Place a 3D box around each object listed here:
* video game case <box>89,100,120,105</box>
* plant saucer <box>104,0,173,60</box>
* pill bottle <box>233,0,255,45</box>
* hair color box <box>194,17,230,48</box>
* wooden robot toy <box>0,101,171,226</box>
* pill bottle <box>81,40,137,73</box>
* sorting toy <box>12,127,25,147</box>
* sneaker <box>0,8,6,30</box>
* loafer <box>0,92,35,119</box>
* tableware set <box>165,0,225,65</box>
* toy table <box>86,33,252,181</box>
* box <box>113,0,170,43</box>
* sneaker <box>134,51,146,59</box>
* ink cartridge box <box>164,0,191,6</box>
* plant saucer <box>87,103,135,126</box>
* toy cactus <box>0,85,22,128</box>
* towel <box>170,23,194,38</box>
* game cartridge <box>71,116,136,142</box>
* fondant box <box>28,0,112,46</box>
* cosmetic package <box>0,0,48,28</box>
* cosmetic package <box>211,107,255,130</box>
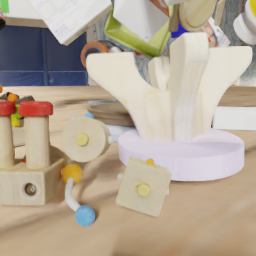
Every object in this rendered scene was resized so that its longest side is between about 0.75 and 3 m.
[{"bbox_3d":[-0.885,-1.282,14.224,1.674,0.184,1.526,-8,13,-38],"label":"video game case"},{"bbox_3d":[0.559,-3.464,8.468,2.229,2.232,0.534,35,25,23],"label":"plant saucer"},{"bbox_3d":[3.518,-2.915,6.526,1.158,1.158,2.081,-5,-19,-27],"label":"pill bottle"},{"bbox_3d":[2.885,-3.133,9.636,1.260,0.699,0.403,42,-22,-20],"label":"hair color box"},{"bbox_3d":[-0.911,0.325,3.202,2.712,1.195,1.231,1,0,4],"label":"wooden robot toy"},{"bbox_3d":[-0.685,-2.335,10.163,1.390,1.390,2.618,4,2,19],"label":"pill bottle"},{"bbox_3d":[-3.529,0.270,5.456,2.050,0.368,2.752,13,16,35],"label":"sorting toy"},{"bbox_3d":[-3.962,-3.258,6.738,0.758,1.007,2.154,-28,-24,17],"label":"sneaker"},{"bbox_3d":[-4.180,-0.844,9.881,2.470,0.881,0.902,3,11,18],"label":"loafer"},{"bbox_3d":[1.280,-2.021,6.141,1.536,2.324,0.466,-17,37,-31],"label":"tableware set"},{"bbox_3d":[0.764,-0.415,4.696,2.749,1.751,2.991,-6,7,-16],"label":"toy table"},{"bbox_3d":[0.269,-2.531,5.601,0.863,1.388,0.677,29,-48,-27],"label":"box"},{"bbox_3d":[0.854,-3.867,11.262,0.725,2.035,1.144,25,-18,43],"label":"sneaker"},{"bbox_3d":[0.580,-2.584,3.367,0.691,1.650,1.191,-18,-16,-11],"label":"ink cartridge box"},{"bbox_3d":[0.158,-0.361,6.798,2.297,0.338,2.297,0,10,0],"label":"plant saucer"},{"bbox_3d":[-3.867,-0.492,7.989,2.654,1.357,2.190,0,-9,15],"label":"toy cactus"},{"bbox_3d":[2.200,-3.912,10.222,1.418,1.047,0.351,-9,30,13],"label":"towel"},{"bbox_3d":[-0.467,-0.035,6.937,1.372,0.421,2.062,-14,17,-41],"label":"game cartridge"},{"bbox_3d":[-1.626,-3.372,6.777,1.561,2.164,0.630,-35,10,8],"label":"fondant box"},{"bbox_3d":[-3.263,-4.127,9.021,2.787,1.500,1.182,-8,10,-27],"label":"cosmetic package"},{"bbox_3d":[3.083,-0.262,7.637,1.521,0.542,0.772,2,11,13],"label":"cosmetic package"}]
